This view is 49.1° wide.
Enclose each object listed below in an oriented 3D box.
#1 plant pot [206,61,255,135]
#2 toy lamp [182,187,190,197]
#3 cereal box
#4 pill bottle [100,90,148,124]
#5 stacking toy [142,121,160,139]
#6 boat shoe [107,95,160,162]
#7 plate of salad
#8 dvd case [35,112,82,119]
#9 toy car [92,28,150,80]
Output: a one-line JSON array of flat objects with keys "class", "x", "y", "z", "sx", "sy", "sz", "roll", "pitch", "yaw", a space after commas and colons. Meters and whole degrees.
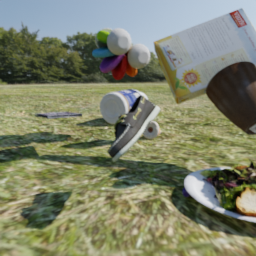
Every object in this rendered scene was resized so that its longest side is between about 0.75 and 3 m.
[{"class": "plant pot", "x": 3.071, "y": -0.648, "z": 7.371, "sx": 1.491, "sy": 1.491, "sz": 1.596, "roll": -4, "pitch": 53, "yaw": -18}, {"class": "toy lamp", "x": 1.406, "y": 1.375, "z": 6.446, "sx": 0.226, "sy": 0.226, "sz": 0.776, "roll": 5, "pitch": 13, "yaw": 21}, {"class": "cereal box", "x": 2.480, "y": -2.182, "z": 8.488, "sx": 2.930, "sy": 2.108, "sz": 0.579, "roll": -19, "pitch": -20, "yaw": 4}, {"class": "pill bottle", "x": -0.077, "y": -1.216, "z": 14.998, "sx": 1.607, "sy": 1.607, "sz": 2.896, "roll": 7, "pitch": 15, "yaw": 29}, {"class": "stacking toy", "x": 1.067, "y": 0.138, "z": 11.540, "sx": 0.741, "sy": 0.741, "sz": 1.015, "roll": 6, "pitch": -5, "yaw": 26}, {"class": "boat shoe", "x": 0.029, "y": -0.045, "z": 5.695, "sx": 0.671, "sy": 0.567, "sz": 1.882, "roll": -44, "pitch": 4, "yaw": 41}, {"class": "plate of salad", "x": 2.599, "y": 1.222, "z": 6.016, "sx": 2.741, "sy": 0.658, "sz": 2.741, "roll": 1, "pitch": 12, "yaw": 0}, {"class": "dvd case", "x": -2.344, "y": -0.421, "z": 9.297, "sx": 1.125, "sy": 0.121, "sz": 1.513, "roll": -6, "pitch": 8, "yaw": -32}, {"class": "toy car", "x": -0.438, "y": -2.853, "z": 11.166, "sx": 2.280, "sy": 1.709, "sz": 1.995, "roll": 28, "pitch": 4, "yaw": -33}]
